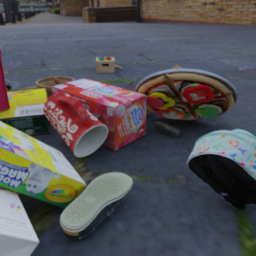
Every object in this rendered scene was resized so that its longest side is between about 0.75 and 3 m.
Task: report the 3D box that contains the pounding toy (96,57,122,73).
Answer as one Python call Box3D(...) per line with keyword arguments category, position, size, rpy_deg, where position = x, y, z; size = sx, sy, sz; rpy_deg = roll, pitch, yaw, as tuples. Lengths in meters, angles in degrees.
Box3D(category="pounding toy", position=(-1.047, -3.580, 15.429), size=(1.394, 0.726, 1.587), rpy_deg=(-2, 25, -4))

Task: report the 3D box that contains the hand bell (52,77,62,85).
Box3D(category="hand bell", position=(-2.291, -1.426, 10.150), size=(1.176, 0.613, 0.613), rpy_deg=(43, 22, -13))

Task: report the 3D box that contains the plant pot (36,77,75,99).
Box3D(category="plant pot", position=(-2.823, -1.527, 11.065), size=(1.483, 0.685, 1.483), rpy_deg=(-1, 25, 0))

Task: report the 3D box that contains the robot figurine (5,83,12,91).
Box3D(category="robot figurine", position=(-5.674, -1.237, 10.352), size=(2.621, 0.763, 1.900), rpy_deg=(3, 25, 9))

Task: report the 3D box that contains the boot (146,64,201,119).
Box3D(category="boot", position=(1.656, -0.862, 9.374), size=(1.871, 0.891, 2.419), rpy_deg=(40, 77, 11))

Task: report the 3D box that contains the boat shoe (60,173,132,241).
Box3D(category="boat shoe", position=(-0.530, 1.348, 5.010), size=(0.636, 0.530, 1.703), rpy_deg=(25, 35, 24))

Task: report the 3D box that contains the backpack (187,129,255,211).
Box3D(category="backpack", position=(1.841, 0.661, 5.020), size=(1.420, 1.261, 1.069), rpy_deg=(34, 62, -9))

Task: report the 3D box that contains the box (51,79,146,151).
Box3D(category="box", position=(-0.891, -0.500, 8.142), size=(2.660, 1.270, 1.326), rpy_deg=(20, 32, 37))

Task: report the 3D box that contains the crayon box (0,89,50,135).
Box3D(category="crayon box", position=(-3.391, -0.547, 8.969), size=(1.652, 0.661, 2.602), rpy_deg=(-7, 27, -13))

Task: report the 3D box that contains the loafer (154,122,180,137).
Box3D(category="loafer", position=(1.114, 0.020, 8.054), size=(0.767, 0.276, 0.241), rpy_deg=(28, 45, 17))

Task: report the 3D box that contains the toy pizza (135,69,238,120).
Box3D(category="toy pizza", position=(1.570, -0.728, 7.883), size=(2.834, 2.834, 0.449), rpy_deg=(4, 69, 10))

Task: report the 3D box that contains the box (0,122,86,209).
Box3D(category="box", position=(-2.204, 0.418, 4.927), size=(2.765, 0.669, 1.623), rpy_deg=(37, -3, -37))

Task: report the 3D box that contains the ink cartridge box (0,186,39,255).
Box3D(category="ink cartridge box", position=(-2.664, 1.049, 4.276), size=(1.621, 0.939, 2.783), rpy_deg=(36, -3, -41))

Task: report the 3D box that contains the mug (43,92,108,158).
Box3D(category="mug", position=(-1.305, -0.267, 6.951), size=(1.528, 1.356, 1.020), rpy_deg=(43, 33, 26))

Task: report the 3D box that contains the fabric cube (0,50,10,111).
Box3D(category="fabric cube", position=(-4.635, -1.377, 7.789), size=(1.820, 1.791, 1.826), rpy_deg=(25, 34, 38))
